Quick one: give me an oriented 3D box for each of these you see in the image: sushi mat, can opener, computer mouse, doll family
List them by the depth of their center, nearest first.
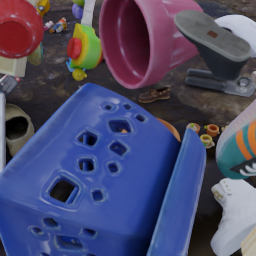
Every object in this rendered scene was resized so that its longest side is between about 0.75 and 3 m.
[{"bbox_3d":[1.686,0.976,3.112,0.090,1.494,0.715,31,19,11],"label":"sushi mat"},{"bbox_3d":[3.137,-2.148,6.829,2.539,0.557,1.392,40,57,21],"label":"computer mouse"},{"bbox_3d":[3.391,-1.681,10.337,2.445,0.652,0.818,14,10,17],"label":"can opener"},{"bbox_3d":[-3.657,-5.242,14.502,1.351,0.609,0.838,-2,44,26],"label":"doll family"}]

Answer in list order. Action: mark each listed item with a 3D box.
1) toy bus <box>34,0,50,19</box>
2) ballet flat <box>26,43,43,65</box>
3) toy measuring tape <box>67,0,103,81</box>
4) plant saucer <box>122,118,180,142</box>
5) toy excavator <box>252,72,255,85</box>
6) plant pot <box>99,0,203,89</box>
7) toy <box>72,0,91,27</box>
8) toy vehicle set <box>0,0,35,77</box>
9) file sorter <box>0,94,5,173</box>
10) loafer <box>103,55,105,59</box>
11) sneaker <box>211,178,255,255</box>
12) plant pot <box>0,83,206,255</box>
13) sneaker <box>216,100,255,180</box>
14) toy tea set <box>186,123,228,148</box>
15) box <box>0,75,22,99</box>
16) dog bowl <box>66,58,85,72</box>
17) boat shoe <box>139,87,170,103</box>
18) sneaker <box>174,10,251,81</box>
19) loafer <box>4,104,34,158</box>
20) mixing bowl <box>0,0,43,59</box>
[{"bbox_3d":[-2.983,-3.629,8.901,0.469,0.390,1.197,37,83,0],"label":"toy bus"},{"bbox_3d":[-3.036,-2.987,7.523,0.946,2.677,0.946,-6,19,2],"label":"ballet flat"},{"bbox_3d":[-1.056,-2.673,7.821,1.039,2.823,1.039,15,15,-4],"label":"toy measuring tape"},{"bbox_3d":[0.643,0.226,8.163,1.737,0.325,1.737,1,41,0],"label":"plant saucer"},{"bbox_3d":[3.222,-0.494,6.340,0.666,1.333,1.297,-16,42,7],"label":"toy excavator"},{"bbox_3d":[0.734,-2.387,7.244,2.144,2.396,2.396,-20,44,-28],"label":"plant pot"},{"bbox_3d":[-1.575,-4.461,9.295,0.637,2.697,1.553,0,19,-11],"label":"toy"},{"bbox_3d":[-3.174,-2.777,6.848,1.706,2.745,0.364,17,13,15],"label":"toy vehicle set"},{"bbox_3d":[-3.905,0.227,6.403,1.621,1.455,2.336,-3,81,-4],"label":"file sorter"},{"bbox_3d":[-0.669,-3.714,12.395,0.846,0.937,2.478,23,55,23],"label":"loafer"},{"bbox_3d":[2.164,1.806,6.049,2.075,0.765,1.199,-20,42,-35],"label":"sneaker"},{"bbox_3d":[-0.232,1.337,4.986,2.603,2.895,2.895,18,42,12],"label":"plant pot"},{"bbox_3d":[2.087,0.230,3.871,0.952,2.668,1.066,0,54,-13],"label":"sneaker"},{"bbox_3d":[2.490,0.116,8.085,1.570,0.581,0.934,2,40,3],"label":"toy tea set"},{"bbox_3d":[-4.338,-0.676,8.564,1.391,0.439,2.528,-27,31,28],"label":"box"},{"bbox_3d":[-2.097,-2.739,11.622,0.781,0.347,1.401,-2,40,-2],"label":"dog bowl"},{"bbox_3d":[0.921,-1.196,9.774,1.150,0.404,0.405,-14,45,-15],"label":"boat shoe"},{"bbox_3d":[1.568,-1.613,5.655,0.638,0.907,1.707,-39,66,-14],"label":"sneaker"},{"bbox_3d":[-3.202,-0.040,8.023,1.005,0.892,2.645,-25,46,-26],"label":"loafer"},{"bbox_3d":[-2.278,-1.864,5.478,1.301,1.301,0.705,-15,39,-16],"label":"mixing bowl"}]
